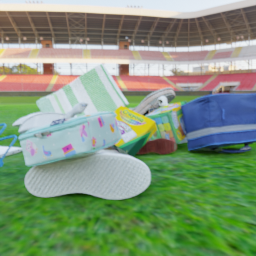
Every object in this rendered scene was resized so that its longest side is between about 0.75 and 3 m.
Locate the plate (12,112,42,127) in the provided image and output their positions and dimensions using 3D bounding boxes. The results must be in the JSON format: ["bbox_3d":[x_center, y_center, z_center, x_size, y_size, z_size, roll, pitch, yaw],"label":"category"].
[{"bbox_3d":[-2.760,-0.360,11.752,2.899,0.469,2.893,-9,-8,13],"label":"plate"}]

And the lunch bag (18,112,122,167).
[{"bbox_3d":[-1.058,0.159,5.224,1.430,0.687,1.783,-10,3,25],"label":"lunch bag"}]

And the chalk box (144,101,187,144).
[{"bbox_3d":[1.272,-0.064,9.308,1.090,1.098,1.759,-11,14,40],"label":"chalk box"}]

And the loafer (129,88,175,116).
[{"bbox_3d":[0.796,-0.617,11.991,2.919,0.918,1.049,-29,-34,17],"label":"loafer"}]

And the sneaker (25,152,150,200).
[{"bbox_3d":[-0.678,0.800,5.480,2.254,0.817,1.285,1,4,6],"label":"sneaker"}]

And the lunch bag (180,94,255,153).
[{"bbox_3d":[3.069,-0.050,8.732,2.568,1.699,1.745,-4,-7,-20],"label":"lunch bag"}]

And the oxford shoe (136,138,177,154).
[{"bbox_3d":[0.792,0.565,8.576,1.373,0.484,0.514,1,-5,-10],"label":"oxford shoe"}]

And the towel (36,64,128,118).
[{"bbox_3d":[-1.515,-0.785,9.194,2.617,1.996,0.306,-31,-21,-3],"label":"towel"}]

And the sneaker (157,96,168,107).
[{"bbox_3d":[1.388,-0.769,10.522,0.437,0.878,0.329,-27,-10,-47],"label":"sneaker"}]

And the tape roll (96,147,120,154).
[{"bbox_3d":[-0.557,0.688,8.161,1.363,0.249,1.363,3,8,0],"label":"tape roll"}]

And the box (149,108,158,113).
[{"bbox_3d":[1.154,-0.293,10.600,0.477,0.757,0.770,-4,-14,24],"label":"box"}]

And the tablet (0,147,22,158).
[{"bbox_3d":[-4.647,0.729,8.577,2.329,0.159,1.515,2,8,16],"label":"tablet"}]

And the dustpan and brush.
[{"bbox_3d":[-1.754,-0.110,7.546,1.659,0.680,2.377,24,-25,-32],"label":"dustpan and brush"}]

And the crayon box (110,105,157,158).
[{"bbox_3d":[-0.079,0.078,7.793,1.355,0.395,1.169,28,67,36],"label":"crayon box"}]

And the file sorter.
[{"bbox_3d":[-3.171,0.036,5.564,1.043,1.503,0.922,-14,37,21],"label":"file sorter"}]

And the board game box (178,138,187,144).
[{"bbox_3d":[1.816,0.315,11.038,1.540,0.334,1.533,-6,10,-37],"label":"board game box"}]
